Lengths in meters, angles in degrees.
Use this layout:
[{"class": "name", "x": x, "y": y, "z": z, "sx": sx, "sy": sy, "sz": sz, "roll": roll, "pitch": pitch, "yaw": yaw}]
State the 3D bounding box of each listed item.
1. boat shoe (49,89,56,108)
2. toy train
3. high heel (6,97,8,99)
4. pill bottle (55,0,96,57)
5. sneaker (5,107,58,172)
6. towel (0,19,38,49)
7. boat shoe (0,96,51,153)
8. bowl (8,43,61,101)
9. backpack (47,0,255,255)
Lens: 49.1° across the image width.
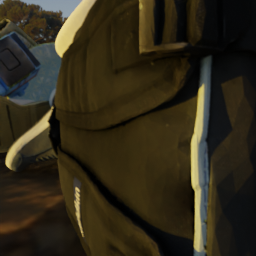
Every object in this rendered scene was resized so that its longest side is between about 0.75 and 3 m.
[{"class": "boat shoe", "x": -0.480, "y": -0.404, "z": 6.654, "sx": 2.655, "sy": 1.004, "sz": 0.801, "roll": -2, "pitch": 25, "yaw": -30}, {"class": "toy train", "x": -3.271, "y": -0.908, "z": 6.191, "sx": 2.759, "sy": 1.196, "sz": 1.576, "roll": -43, "pitch": 10, "yaw": -26}, {"class": "high heel", "x": -3.513, "y": -0.448, "z": 7.670, "sx": 2.537, "sy": 0.906, "sz": 1.808, "roll": -4, "pitch": 21, "yaw": -15}, {"class": "pill bottle", "x": 0.375, "y": -0.599, "z": 3.789, "sx": 1.428, "sy": 2.497, "sz": 1.428, "roll": -41, "pitch": 8, "yaw": 7}, {"class": "sneaker", "x": -0.927, "y": 0.432, "z": 3.871, "sx": 1.559, "sy": 1.127, "sz": 0.593, "roll": -40, "pitch": -4, "yaw": 21}, {"class": "towel", "x": -3.490, "y": -1.522, "z": 7.793, "sx": 2.527, "sy": 0.453, "sz": 2.625, "roll": -36, "pitch": -16, "yaw": 4}, {"class": "boat shoe", "x": -2.535, "y": -0.102, "z": 5.560, "sx": 0.960, "sy": 1.049, "sz": 2.806, "roll": -1, "pitch": 3, "yaw": 17}, {"class": "bowl", "x": -2.004, "y": -1.030, "z": 7.793, "sx": 2.304, "sy": 2.304, "sz": 1.240, "roll": 0, "pitch": -15, "yaw": 2}, {"class": "backpack", "x": 0.292, "y": 0.057, "z": 2.025, "sx": 1.762, "sy": 2.078, "sz": 2.341, "roll": -1, "pitch": 3, "yaw": -28}]
